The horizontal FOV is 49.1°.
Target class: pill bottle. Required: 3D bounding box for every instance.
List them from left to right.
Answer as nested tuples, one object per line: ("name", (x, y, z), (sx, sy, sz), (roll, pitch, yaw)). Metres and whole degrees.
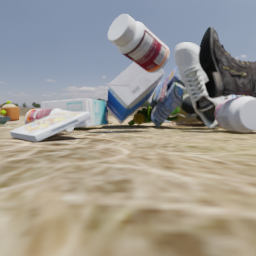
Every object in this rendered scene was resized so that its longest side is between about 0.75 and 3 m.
("pill bottle", (-1.611, -0.137, 5.796), (0.934, 0.512, 0.512), (1, 3, 23))
("pill bottle", (0.238, -1.823, 6.139), (1.322, 0.755, 0.755), (28, -16, -40))
("pill bottle", (2.549, -0.302, 6.328), (0.778, 0.778, 1.373), (0, 3, -2))

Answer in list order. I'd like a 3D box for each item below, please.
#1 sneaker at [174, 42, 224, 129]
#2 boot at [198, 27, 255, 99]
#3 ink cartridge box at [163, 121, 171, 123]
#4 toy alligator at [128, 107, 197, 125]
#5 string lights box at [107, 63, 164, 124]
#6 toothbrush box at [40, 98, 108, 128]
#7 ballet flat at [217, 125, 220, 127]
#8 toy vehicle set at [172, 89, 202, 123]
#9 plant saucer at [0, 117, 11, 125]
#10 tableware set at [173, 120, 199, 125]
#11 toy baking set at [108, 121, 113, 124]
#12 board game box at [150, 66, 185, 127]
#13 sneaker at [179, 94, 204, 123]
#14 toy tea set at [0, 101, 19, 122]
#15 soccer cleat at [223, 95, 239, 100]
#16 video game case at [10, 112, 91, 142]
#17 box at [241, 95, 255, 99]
("sneaker", (1.903, -1.129, 7.405), (0.911, 2.384, 0.960), (-22, 17, 36))
("boot", (2.508, -1.401, 6.358), (1.590, 1.827, 0.632), (-3, -10, -10))
("ink cartridge box", (1.703, -0.405, 13.219), (1.324, 0.378, 1.076), (-5, 3, -9))
("toy alligator", (1.105, -0.481, 9.496), (2.397, 0.576, 0.794), (-6, 2, 17))
("string lights box", (0.118, -1.084, 8.876), (1.438, 0.825, 2.798), (-42, -3, -10))
("toothbrush box", (-1.418, -0.376, 7.781), (1.267, 0.738, 1.731), (-3, 3, 14))
("ballet flat", (2.481, -0.821, 8.681), (0.607, 1.717, 0.607), (-36, -8, -6))
("toy vehicle set", (2.947, -0.930, 11.206), (1.802, 0.384, 2.900), (0, -22, -5))
("plant saucer", (-4.453, -0.204, 9.462), (0.952, 0.183, 0.952), (-9, -3, 0))
("tableware set", (2.242, -0.241, 10.810), (0.943, 0.109, 0.788), (-3, 7, 35))
("toy baking set", (-1.279, -0.258, 11.658), (1.385, 0.161, 1.063), (-1, 3, -14))
("board game box", (1.263, -1.084, 8.343), (0.490, 1.589, 1.590), (29, 42, -9))
("sneaker", (3.020, -0.404, 10.042), (2.392, 0.895, 1.271), (12, 22, -32))
("toy tea set", (-5.245, -0.723, 9.949), (1.758, 1.094, 2.956), (-7, 0, 16))
("soccer cleat", (3.010, -0.539, 7.855), (0.454, 1.051, 0.367), (-21, -41, 3))
("video game case", (-1.328, -0.054, 4.733), (1.007, 0.127, 1.106), (-27, 19, -36))
("box", (3.569, -0.623, 8.425), (0.794, 0.250, 1.442), (-12, -26, -10))
